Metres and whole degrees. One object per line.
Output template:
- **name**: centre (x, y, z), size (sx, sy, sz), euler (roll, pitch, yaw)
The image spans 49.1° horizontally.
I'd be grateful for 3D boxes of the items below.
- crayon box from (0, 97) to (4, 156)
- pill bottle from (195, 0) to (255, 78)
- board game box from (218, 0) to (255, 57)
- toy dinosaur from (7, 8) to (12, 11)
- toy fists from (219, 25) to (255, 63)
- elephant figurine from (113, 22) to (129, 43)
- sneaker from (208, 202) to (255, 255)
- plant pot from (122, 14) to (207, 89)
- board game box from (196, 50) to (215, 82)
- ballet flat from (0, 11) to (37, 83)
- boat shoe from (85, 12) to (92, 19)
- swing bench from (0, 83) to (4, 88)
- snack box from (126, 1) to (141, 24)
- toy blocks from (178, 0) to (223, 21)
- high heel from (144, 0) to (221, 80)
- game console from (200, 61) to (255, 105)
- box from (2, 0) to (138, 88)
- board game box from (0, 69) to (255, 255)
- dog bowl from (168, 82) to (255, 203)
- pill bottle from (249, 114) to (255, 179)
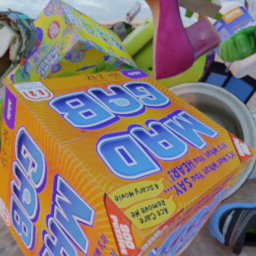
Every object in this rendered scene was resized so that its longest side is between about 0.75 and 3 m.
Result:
- **crayon box**: centre (-4.213, -0.030, 8.842), size (0.530, 1.568, 1.817), euler (0, 17, -19)
- **pill bottle**: centre (2.659, -2.427, 7.187), size (1.172, 2.091, 1.172), euler (-31, -13, -8)
- **board game box**: centre (3.638, -3.131, 8.876), size (2.500, 1.913, 0.504), euler (-6, 5, -44)
- **toy dinosaur**: centre (-3.226, -1.908, 5.874), size (1.007, 1.590, 2.346), euler (15, 12, 4)
- **toy fists**: centre (2.188, -1.498, 4.613), size (0.769, 0.519, 1.510), euler (-32, 11, -30)
- **elephant figurine**: centre (-0.160, -2.695, 10.306), size (1.805, 2.327, 1.646), euler (-38, 30, 24)
- **sneaker**: centre (2.599, 1.717, 4.987), size (2.316, 0.821, 0.960), euler (-9, 30, -16)
- **plant pot**: centre (0.765, -1.908, 7.569), size (1.984, 1.801, 1.975), euler (-33, 20, 38)
- **board game box**: centre (2.266, -1.942, 9.448), size (0.519, 2.317, 1.558), euler (-13, 42, -6)
- **ballet flat**: centre (-2.705, -0.871, 4.740), size (1.066, 2.872, 1.066), euler (39, 2, -2)
- **boat shoe**: centre (-1.191, -2.792, 7.529), size (0.428, 0.463, 1.253), euler (-19, 22, -9)
- **swing bench**: centre (-4.157, -1.312, 8.095), size (1.138, 0.742, 1.144), euler (-50, 8, -38)
- **snack box**: centre (0.187, -4.159, 10.119), size (0.230, 0.618, 0.869), euler (39, 6, -6)
- **toy blocks**: centre (0.956, -1.930, 4.037), size (0.868, 0.434, 0.593), euler (8, 54, -24)
- **high heel**: centre (0.260, -1.484, 3.513), size (0.895, 0.627, 1.861), euler (-31, 69, -6)
- **game console**: centre (2.825, -1.035, 8.378), size (1.322, 1.535, 0.911), euler (6, 37, -28)
- **box**: centre (-1.328, -1.339, 6.393), size (2.067, 2.146, 1.309), euler (9, 47, -57)
- **board game box**: centre (-0.195, 0.794, 4.003), size (2.304, 2.306, 2.304), euler (-18, 49, -44)
- **dog bowl**: centre (1.403, 0.429, 6.167), size (2.721, 2.721, 1.003), euler (10, -14, 29)
- **pill bottle**: centre (2.571, 0.536, 7.063), size (3.000, 1.631, 1.631), euler (-6, 19, -16)
